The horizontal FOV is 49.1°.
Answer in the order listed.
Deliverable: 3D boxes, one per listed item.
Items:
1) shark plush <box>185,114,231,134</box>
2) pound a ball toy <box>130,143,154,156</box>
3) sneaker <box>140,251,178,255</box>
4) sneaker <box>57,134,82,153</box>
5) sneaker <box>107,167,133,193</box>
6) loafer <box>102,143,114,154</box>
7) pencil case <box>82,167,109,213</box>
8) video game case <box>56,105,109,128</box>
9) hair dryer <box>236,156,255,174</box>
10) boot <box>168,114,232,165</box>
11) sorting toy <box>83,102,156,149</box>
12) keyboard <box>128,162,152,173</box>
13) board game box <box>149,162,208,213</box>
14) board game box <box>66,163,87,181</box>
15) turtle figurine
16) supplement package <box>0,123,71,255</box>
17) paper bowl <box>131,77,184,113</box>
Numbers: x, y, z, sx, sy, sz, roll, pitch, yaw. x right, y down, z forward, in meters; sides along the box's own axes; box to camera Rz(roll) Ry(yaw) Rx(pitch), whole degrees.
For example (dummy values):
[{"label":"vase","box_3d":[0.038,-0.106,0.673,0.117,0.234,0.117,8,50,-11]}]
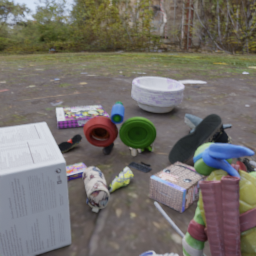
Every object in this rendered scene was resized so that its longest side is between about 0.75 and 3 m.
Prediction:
[{"label":"shark plush","box_3d":[3.284,-0.112,11.664,1.870,0.779,0.850,11,23,27]},{"label":"pound a ball toy","box_3d":[0.404,0.494,10.301,0.846,0.551,1.298,-4,22,-12]},{"label":"sneaker","box_3d":[0.536,2.535,4.919,0.395,0.565,0.978,-8,-9,-41]},{"label":"sneaker","box_3d":[-2.156,0.645,10.318,1.047,0.489,0.368,-33,74,-21]},{"label":"sneaker","box_3d":[-0.191,1.495,7.853,0.376,0.372,0.985,43,50,7]},{"label":"loafer","box_3d":[-0.751,0.743,10.145,0.288,0.296,0.811,-21,11,24]},{"label":"pencil case","box_3d":[-0.879,1.552,7.347,0.555,0.639,1.428,30,7,-20]},{"label":"video game case","box_3d":[-2.243,-0.577,13.465,2.349,0.421,2.129,-5,21,-14]},{"label":"hair dryer","box_3d":[3.281,1.385,7.962,1.788,0.486,1.362,-15,22,-24]},{"label":"boot","box_3d":[2.482,0.681,9.349,1.606,2.126,0.767,38,9,-46]},{"label":"sorting toy","box_3d":[-0.284,-0.132,9.618,2.489,1.496,1.022,-1,35,4]},{"label":"keyboard","box_3d":[0.426,1.226,9.036,0.773,0.080,0.491,16,26,36]},{"label":"board game box","box_3d":[1.348,1.519,7.427,1.009,0.613,1.265,17,25,39]},{"label":"board game box","box_3d":[-1.665,1.343,8.543,0.804,0.180,0.540,-12,23,-28]},{"label":"turtle figurine","box_3d":[2.017,1.721,4.410,2.155,2.995,2.904,-15,61,-11]},{"label":"supplement package","box_3d":[-2.771,1.332,5.658,2.702,2.050,2.035,-9,27,-24]},{"label":"paper bowl","box_3d":[1.527,-1.727,14.940,2.731,1.420,2.731,5,24,-2]}]
